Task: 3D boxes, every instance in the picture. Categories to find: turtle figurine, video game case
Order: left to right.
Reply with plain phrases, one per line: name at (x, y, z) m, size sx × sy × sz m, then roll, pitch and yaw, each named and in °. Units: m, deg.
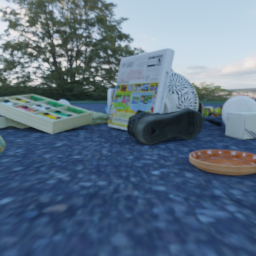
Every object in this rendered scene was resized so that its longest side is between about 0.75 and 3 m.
video game case at (0.277, -1.039, 8.316) m, size 0.292 × 2.323 × 2.552 m, roll 12°, pitch 0°, yaw -31°
turtle figurine at (4.074, -0.702, 12.458) m, size 1.530 × 0.611 × 1.898 m, roll -2°, pitch 3°, yaw -12°

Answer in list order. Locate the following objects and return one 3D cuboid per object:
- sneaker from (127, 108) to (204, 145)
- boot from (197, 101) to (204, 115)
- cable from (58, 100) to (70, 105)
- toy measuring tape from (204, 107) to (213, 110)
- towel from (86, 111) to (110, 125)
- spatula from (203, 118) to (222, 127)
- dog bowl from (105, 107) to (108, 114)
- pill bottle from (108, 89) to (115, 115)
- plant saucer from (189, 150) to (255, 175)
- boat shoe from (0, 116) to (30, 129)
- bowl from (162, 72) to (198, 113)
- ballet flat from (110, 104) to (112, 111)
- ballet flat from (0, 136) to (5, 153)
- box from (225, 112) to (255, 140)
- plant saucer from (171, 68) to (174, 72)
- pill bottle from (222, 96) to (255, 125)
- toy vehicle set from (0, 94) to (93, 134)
sneaker at (0.851, -0.113, 6.905) m, size 2.085 × 0.797 × 1.195 m, roll -10°, pitch 18°, yaw -31°
boot at (2.414, -0.746, 11.412) m, size 1.994 × 1.117 × 2.883 m, roll 1°, pitch 5°, yaw -33°
cable at (-2.879, -0.807, 12.395) m, size 0.882 × 0.882 × 0.305 m, roll -33°, pitch -9°, yaw 38°
toy measuring tape at (3.327, -0.930, 13.965) m, size 2.333 × 0.858 × 0.858 m, roll -5°, pitch 8°, yaw -42°
towel at (-1.904, -0.370, 10.709) m, size 2.286 × 0.417 × 1.696 m, roll -5°, pitch 10°, yaw -38°
spatula at (2.898, -0.289, 10.427) m, size 0.166 × 0.456 × 1.615 m, roll 5°, pitch 10°, yaw -31°
dog bowl at (-0.786, -1.004, 16.317) m, size 0.826 × 0.367 × 1.482 m, roll -4°, pitch 8°, yaw -29°
pill bottle at (0.159, -1.359, 14.791) m, size 2.441 × 1.412 × 1.412 m, roll 0°, pitch 7°, yaw -1°
plant saucer at (1.484, 0.519, 4.256) m, size 1.093 × 0.176 × 1.093 m, roll 0°, pitch 8°, yaw 0°
boat shoe at (-3.815, -0.200, 9.163) m, size 1.385 × 0.493 × 0.433 m, roll -9°, pitch 6°, yaw -40°
bowl at (1.288, -0.849, 9.641) m, size 2.011 × 2.011 × 0.944 m, roll 7°, pitch 28°, yaw 46°
ballet flat at (0.058, -1.003, 11.052) m, size 0.754 × 0.754 × 2.134 m, roll -5°, pitch -3°, yaw -36°
ballet flat at (-2.982, 0.202, 5.005) m, size 1.468 × 0.519 × 0.519 m, roll 4°, pitch 7°, yaw -2°
box at (3.582, -0.094, 7.393) m, size 1.892 × 0.647 × 0.777 m, roll -2°, pitch 8°, yaw -16°
plant saucer at (1.114, -1.779, 12.830) m, size 2.939 × 2.939 × 0.566 m, roll -4°, pitch -7°, yaw -30°
pill bottle at (3.518, -0.483, 8.874) m, size 1.058 × 1.058 × 1.931 m, roll 2°, pitch 7°, yaw 19°
toy vehicle set at (-2.844, -0.542, 9.147) m, size 2.885 × 0.383 × 1.793 m, roll 17°, pitch 20°, yaw 27°
